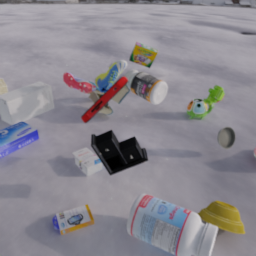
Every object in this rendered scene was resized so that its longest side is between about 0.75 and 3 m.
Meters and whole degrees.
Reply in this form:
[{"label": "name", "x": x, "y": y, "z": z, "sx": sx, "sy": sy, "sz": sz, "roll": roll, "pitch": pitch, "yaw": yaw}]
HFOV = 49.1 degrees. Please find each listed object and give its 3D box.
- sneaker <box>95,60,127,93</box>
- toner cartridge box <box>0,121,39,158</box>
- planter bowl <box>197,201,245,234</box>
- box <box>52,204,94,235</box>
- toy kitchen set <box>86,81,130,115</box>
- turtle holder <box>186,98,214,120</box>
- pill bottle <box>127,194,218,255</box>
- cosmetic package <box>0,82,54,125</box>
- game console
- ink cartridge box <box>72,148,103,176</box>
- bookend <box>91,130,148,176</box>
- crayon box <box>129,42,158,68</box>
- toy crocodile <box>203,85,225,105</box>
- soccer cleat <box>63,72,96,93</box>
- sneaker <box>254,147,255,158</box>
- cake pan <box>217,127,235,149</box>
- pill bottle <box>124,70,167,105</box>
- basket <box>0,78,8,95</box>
[{"label": "sneaker", "x": -0.620, "y": -1.958, "z": 11.170, "sx": 0.627, "sy": 1.655, "sz": 0.869, "roll": 14, "pitch": 54, "yaw": -46}, {"label": "toner cartridge box", "x": -4.524, "y": 0.511, "z": 10.249, "sx": 1.058, "sy": 0.481, "sz": 2.228, "roll": 22, "pitch": 37, "yaw": 32}, {"label": "planter bowl", "x": 2.355, "y": 2.130, "z": 6.940, "sx": 1.189, "sy": 0.495, "sz": 1.189, "roll": 18, "pitch": 0, "yaw": 0}, {"label": "box", "x": -1.449, "y": 2.406, "z": 7.341, "sx": 1.002, "sy": 0.208, "sz": 0.597, "roll": -14, "pitch": 33, "yaw": -18}, {"label": "toy kitchen set", "x": -0.861, "y": -1.704, "z": 12.753, "sx": 1.207, "sy": 1.642, "sz": 2.049, "roll": 16, "pitch": 33, "yaw": -47}, {"label": "turtle holder", "x": 3.134, "y": -0.841, "z": 12.248, "sx": 1.099, "sy": 0.780, "sz": 0.835, "roll": 14, "pitch": 33, "yaw": 22}, {"label": "pill bottle", "x": 1.025, "y": 2.351, "z": 6.583, "sx": 1.936, "sy": 1.053, "sz": 1.053, "roll": 15, "pitch": 34, "yaw": 24}, {"label": "cosmetic package", "x": -4.455, "y": -1.114, "z": 12.323, "sx": 0.937, "sy": 1.189, "sz": 2.210, "roll": 23, "pitch": 37, "yaw": 33}, {"label": "game console", "x": -0.810, "y": -1.050, "z": 10.058, "sx": 2.083, "sy": 0.323, "sz": 1.843, "roll": -43, "pitch": 7, "yaw": 7}, {"label": "ink cartridge box", "x": -1.374, "y": 1.113, "z": 9.361, "sx": 0.598, "sy": 0.353, "sz": 1.040, "roll": -21, "pitch": 36, "yaw": -31}, {"label": "bookend", "x": -0.221, "y": 0.537, "z": 7.513, "sx": 1.161, "sy": 1.154, "sz": 0.535, "roll": -22, "pitch": 31, "yaw": 8}, {"label": "crayon box", "x": 0.628, "y": -2.985, "z": 11.544, "sx": 0.952, "sy": 0.822, "sz": 0.278, "roll": 17, "pitch": 49, "yaw": -10}, {"label": "toy crocodile", "x": 2.467, "y": -0.882, "z": 7.924, "sx": 0.415, "sy": 0.454, "sz": 1.344, "roll": 27, "pitch": 1, "yaw": 2}, {"label": "soccer cleat", "x": -2.050, "y": -1.856, "z": 11.582, "sx": 1.654, "sy": 0.552, "sz": 0.633, "roll": 30, "pitch": 27, "yaw": 32}, {"label": "sneaker", "x": 4.635, "y": 0.845, "z": 9.491, "sx": 0.507, "sy": 0.704, "sz": 1.346, "roll": 5, "pitch": 30, "yaw": 13}, {"label": "cake pan", "x": 3.396, "y": 0.345, "z": 9.725, "sx": 0.785, "sy": 0.785, "sz": 0.144, "roll": -15, "pitch": 9, "yaw": -24}, {"label": "pill bottle", "x": 0.708, "y": -1.795, "z": 11.975, "sx": 1.047, "sy": 1.047, "sz": 1.800, "roll": -27, "pitch": 46, "yaw": -38}, {"label": "basket", "x": -6.636, "y": -1.761, "z": 13.703, "sx": 1.369, "sy": 0.928, "sz": 0.845, "roll": -20, "pitch": 40, "yaw": -30}]
